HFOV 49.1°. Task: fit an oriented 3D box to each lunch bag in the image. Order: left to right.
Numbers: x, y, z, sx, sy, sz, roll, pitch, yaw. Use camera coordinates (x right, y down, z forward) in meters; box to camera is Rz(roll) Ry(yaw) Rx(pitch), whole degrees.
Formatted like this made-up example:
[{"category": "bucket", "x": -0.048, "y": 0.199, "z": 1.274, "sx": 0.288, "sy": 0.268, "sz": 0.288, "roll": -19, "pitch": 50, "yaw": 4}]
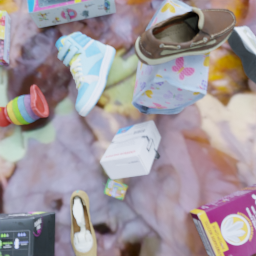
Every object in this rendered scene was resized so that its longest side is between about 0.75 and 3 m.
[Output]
[{"category": "lunch bag", "x": 1.163, "y": -1.811, "z": 8.239, "sx": 1.837, "sy": 2.889, "sz": 2.450, "roll": 14, "pitch": 76, "yaw": -14}]

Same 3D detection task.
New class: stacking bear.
[{"category": "stacking bear", "x": -3.516, "y": -0.518, "z": 8.932, "sx": 1.683, "sy": 0.957, "sz": 1.022, "roll": -18, "pitch": 58, "yaw": 6}]

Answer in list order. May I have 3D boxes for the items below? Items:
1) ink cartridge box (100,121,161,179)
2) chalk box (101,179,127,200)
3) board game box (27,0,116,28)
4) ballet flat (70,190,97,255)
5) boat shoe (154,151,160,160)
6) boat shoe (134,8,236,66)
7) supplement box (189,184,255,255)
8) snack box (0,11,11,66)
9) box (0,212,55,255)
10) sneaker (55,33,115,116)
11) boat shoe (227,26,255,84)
[{"category": "ink cartridge box", "x": 0.115, "y": 0.616, "z": 7.984, "sx": 1.219, "sy": 1.669, "sz": 0.704, "roll": -14, "pitch": 118, "yaw": 28}, {"category": "chalk box", "x": -0.460, "y": 1.858, "z": 8.567, "sx": 0.787, "sy": 0.490, "sz": 0.487, "roll": 18, "pitch": 77, "yaw": 5}, {"category": "board game box", "x": -2.059, "y": -4.958, "z": 9.877, "sx": 2.900, "sy": 0.932, "sz": 2.139, "roll": -12, "pitch": 77, "yaw": 3}, {"category": "ballet flat", "x": -1.403, "y": 2.930, "z": 8.211, "sx": 0.740, "sy": 0.680, "sz": 2.157, "roll": -12, "pitch": 77, "yaw": -3}, {"category": "boat shoe", "x": 0.721, "y": 0.709, "z": 8.968, "sx": 0.286, "sy": 0.234, "sz": 0.775, "roll": -41, "pitch": 80, "yaw": -9}, {"category": "boat shoe", "x": 1.485, "y": -2.180, "z": 6.288, "sx": 2.717, "sy": 1.005, "sz": 1.004, "roll": -27, "pitch": 82, "yaw": -18}, {"category": "supplement box", "x": 3.184, "y": 2.703, "z": 7.994, "sx": 2.329, "sy": 1.202, "sz": 1.525, "roll": -22, "pitch": 78, "yaw": -5}, {"category": "snack box", "x": -4.861, "y": -3.105, "z": 9.739, "sx": 1.328, "sy": 0.495, "sz": 1.868, "roll": -4, "pitch": 77, "yaw": -1}, {"category": "box", "x": -2.990, "y": 3.710, "z": 7.288, "sx": 1.751, "sy": 2.092, "sz": 2.817, "roll": -3, "pitch": 77, "yaw": -1}, {"category": "sneaker", "x": -1.577, "y": -1.770, "z": 8.662, "sx": 1.811, "sy": 1.103, "sz": 2.774, "roll": 26, "pitch": 54, "yaw": -19}, {"category": "boat shoe", "x": 4.158, "y": -2.386, "z": 9.228, "sx": 0.748, "sy": 0.859, "sz": 2.331, "roll": -20, "pitch": 69, "yaw": -15}]
